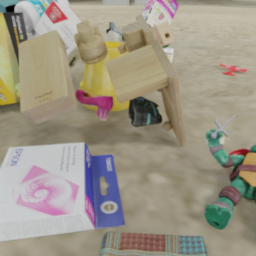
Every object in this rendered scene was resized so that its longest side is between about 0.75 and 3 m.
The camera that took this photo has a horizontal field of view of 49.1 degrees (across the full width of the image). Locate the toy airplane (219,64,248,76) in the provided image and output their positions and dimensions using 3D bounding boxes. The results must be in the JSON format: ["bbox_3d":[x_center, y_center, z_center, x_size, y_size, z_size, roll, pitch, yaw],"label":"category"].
[{"bbox_3d":[4.301,-2.386,11.589,1.176,0.216,1.176,3,31,-2],"label":"toy airplane"}]

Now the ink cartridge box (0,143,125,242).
[{"bbox_3d":[-1.242,0.961,5.017,2.147,0.465,2.108,-6,28,-7],"label":"ink cartridge box"}]

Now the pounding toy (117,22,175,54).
[{"bbox_3d":[0.350,-1.968,6.788,1.252,0.573,1.100,-18,15,35],"label":"pounding toy"}]

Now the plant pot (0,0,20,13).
[{"bbox_3d":[-3.962,-3.785,8.970,0.981,0.693,0.693,30,44,17],"label":"plant pot"}]

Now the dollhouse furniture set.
[{"bbox_3d":[-0.543,-0.753,6.276,2.773,2.260,2.637,-20,53,3],"label":"dollhouse furniture set"}]

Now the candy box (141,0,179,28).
[{"bbox_3d":[0.920,-3.476,8.571,0.915,1.342,0.409,33,-14,-38],"label":"candy box"}]

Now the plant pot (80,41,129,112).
[{"bbox_3d":[-0.595,-1.654,8.563,1.859,1.749,1.859,-1,28,0],"label":"plant pot"}]

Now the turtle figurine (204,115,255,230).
[{"bbox_3d":[2.162,0.723,4.705,1.764,1.186,2.357,2,40,33],"label":"turtle figurine"}]

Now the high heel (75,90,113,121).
[{"bbox_3d":[-0.693,-0.636,5.630,0.366,0.521,1.087,0,33,-41],"label":"high heel"}]

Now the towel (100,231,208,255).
[{"bbox_3d":[0.319,2.044,3.201,1.506,0.223,2.054,2,28,2],"label":"towel"}]

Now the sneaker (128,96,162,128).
[{"bbox_3d":[0.350,-0.396,6.570,0.648,0.617,1.635,2,23,-7],"label":"sneaker"}]

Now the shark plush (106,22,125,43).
[{"bbox_3d":[-0.248,-2.929,9.621,0.882,0.963,2.119,-4,36,-30],"label":"shark plush"}]

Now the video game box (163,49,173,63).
[{"bbox_3d":[0.864,-3.210,12.803,2.339,0.548,2.131,5,26,9],"label":"video game box"}]

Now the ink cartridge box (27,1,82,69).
[{"bbox_3d":[-2.222,-2.567,8.667,1.446,2.004,0.839,51,26,6],"label":"ink cartridge box"}]

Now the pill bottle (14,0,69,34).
[{"bbox_3d":[-2.718,-3.776,9.105,0.943,0.943,1.703,18,44,31],"label":"pill bottle"}]

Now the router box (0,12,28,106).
[{"bbox_3d":[-3.767,-1.866,7.882,1.974,2.511,0.656,-13,10,-24],"label":"router box"}]
